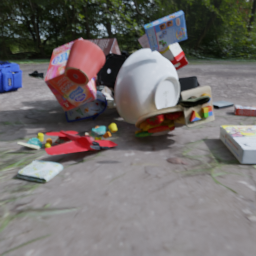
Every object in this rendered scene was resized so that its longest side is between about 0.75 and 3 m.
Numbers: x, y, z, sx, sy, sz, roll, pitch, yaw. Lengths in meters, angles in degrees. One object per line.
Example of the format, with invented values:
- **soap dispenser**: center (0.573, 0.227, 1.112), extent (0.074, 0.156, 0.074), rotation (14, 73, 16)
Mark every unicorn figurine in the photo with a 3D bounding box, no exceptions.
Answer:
- **unicorn figurine**: center (-1.010, -1.397, 14.506), extent (1.934, 0.714, 1.328), rotation (31, 29, 28)

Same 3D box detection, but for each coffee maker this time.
- **coffee maker**: center (0.213, -1.681, 12.113), extent (2.640, 1.851, 2.748), rotation (41, -2, 18)

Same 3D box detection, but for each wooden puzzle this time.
- **wooden puzzle**: center (2.114, -0.632, 8.345), extent (0.997, 1.077, 0.249), rotation (-15, 11, -15)

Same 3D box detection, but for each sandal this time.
- **sandal**: center (1.700, -0.701, 7.188), extent (0.779, 0.309, 0.222), rotation (-11, 55, 6)

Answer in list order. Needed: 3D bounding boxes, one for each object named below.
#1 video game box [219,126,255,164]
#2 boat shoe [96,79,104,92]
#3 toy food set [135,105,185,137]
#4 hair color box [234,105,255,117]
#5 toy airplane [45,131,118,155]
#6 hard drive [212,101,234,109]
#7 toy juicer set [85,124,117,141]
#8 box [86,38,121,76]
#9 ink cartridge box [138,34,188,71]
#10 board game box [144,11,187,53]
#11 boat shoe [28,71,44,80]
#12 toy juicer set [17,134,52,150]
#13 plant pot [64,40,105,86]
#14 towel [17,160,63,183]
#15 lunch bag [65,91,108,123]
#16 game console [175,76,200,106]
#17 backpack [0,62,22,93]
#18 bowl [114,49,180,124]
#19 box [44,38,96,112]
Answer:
- **video game box**: center (4.319, 0.476, 8.729), extent (2.370, 0.555, 2.159), rotation (1, 20, 2)
- **boat shoe**: center (-2.241, -2.175, 13.573), extent (2.729, 0.968, 0.984), rotation (-2, 54, -52)
- **toy food set**: center (1.352, -0.197, 9.355), extent (2.275, 0.553, 2.252), rotation (-5, -13, -25)
- **hair color box**: center (5.548, -0.781, 12.926), extent (1.155, 0.369, 0.641), rotation (5, 18, 13)
- **toy airplane**: center (-1.556, 0.401, 8.618), extent (2.492, 0.458, 2.492), rotation (1, 6, 0)
- **hard drive**: center (4.764, -1.186, 14.470), extent (1.135, 0.187, 0.792), rotation (-11, 21, -31)
- **toy juicer set**: center (-1.041, 0.191, 9.285), extent (1.260, 0.343, 0.802), rotation (-12, -23, -37)
- **box**: center (-1.332, -3.496, 13.920), extent (1.582, 1.313, 1.299), rotation (3, 56, 17)
- **ink cartridge box**: center (1.561, -3.374, 12.377), extent (1.236, 2.128, 0.716), rotation (-21, 17, 49)
- **board game box**: center (1.193, -2.996, 8.797), extent (1.223, 0.925, 0.224), rotation (-20, 50, 4)
- **boat shoe**: center (-3.728, -2.165, 11.354), extent (0.950, 0.315, 0.355), rotation (17, 8, 42)
- **toy juicer set**: center (-2.896, 0.561, 8.971), extent (0.736, 0.315, 1.157), rotation (23, 19, 12)
- **plant pot**: center (-1.481, -2.021, 9.038), extent (1.208, 1.208, 1.069), rotation (7, 58, 21)
- **towel**: center (-2.274, 1.130, 7.264), extent (0.914, 0.220, 0.782), rotation (6, 22, 18)
- **lunch bag**: center (-1.833, -1.010, 12.336), extent (1.838, 1.138, 1.562), rotation (-13, 22, -4)
- **game console**: center (2.106, -1.603, 14.360), extent (2.976, 1.732, 2.618), rotation (-4, 55, 19)
- **backpack**: center (-8.172, -3.224, 17.940), extent (2.015, 1.951, 2.401), rotation (15, 22, 30)
- **bowl**: center (0.946, -1.330, 10.104), extent (2.836, 2.836, 1.275), rotation (-16, 28, -40)
- **box**: center (-2.226, -2.239, 11.427), extent (1.412, 1.531, 2.984), rotation (-20, 38, 9)
